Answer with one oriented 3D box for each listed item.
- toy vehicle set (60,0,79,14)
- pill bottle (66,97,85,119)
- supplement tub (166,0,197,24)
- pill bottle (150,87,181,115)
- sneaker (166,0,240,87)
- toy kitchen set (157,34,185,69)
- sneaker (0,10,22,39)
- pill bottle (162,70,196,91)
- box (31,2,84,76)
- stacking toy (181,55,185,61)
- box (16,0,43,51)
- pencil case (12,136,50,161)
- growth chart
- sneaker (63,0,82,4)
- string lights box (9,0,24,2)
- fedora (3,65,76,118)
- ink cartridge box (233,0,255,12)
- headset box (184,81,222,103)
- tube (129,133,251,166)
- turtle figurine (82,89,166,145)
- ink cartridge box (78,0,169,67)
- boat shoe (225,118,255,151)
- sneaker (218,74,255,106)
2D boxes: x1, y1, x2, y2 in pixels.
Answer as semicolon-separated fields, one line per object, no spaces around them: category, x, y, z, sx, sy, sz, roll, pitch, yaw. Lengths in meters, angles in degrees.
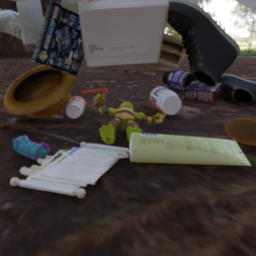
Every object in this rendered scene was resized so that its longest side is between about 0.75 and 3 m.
toy vehicle set;-1.238;-3.549;8.827;1.904;1.183;0.252;37;17;2
pill bottle;-1.868;-0.718;9.945;0.606;0.606;1.107;-1;18;-3
supplement tub;1.355;-3.886;8.395;1.402;1.402;1.928;3;25;10
pill bottle;1.383;-1.005;10.415;0.860;0.860;1.485;-3;19;-10
sneaker;1.607;-2.081;6.861;2.265;1.203;0.847;35;-12;-5
toy kitchen set;0.928;-3.118;8.635;2.161;1.954;2.395;19;13;2
sneaker;-3.551;-3.287;9.247;1.886;0.722;0.762;-6;49;-52
pill bottle;2.698;-2.570;15.062;0.976;0.976;1.746;-13;22;-35
box;-1.905;-2.578;8.317;1.397;1.758;0.404;13;12;-38
stacking toy;1.931;-2.774;10.859;0.602;0.637;1.097;-11;11;-13
box;-3.011;-3.371;8.731;0.739;1.798;0.615;-8;-4;-12
pencil case;-2.254;0.470;6.506;0.977;0.452;0.416;15;-3;35
growth chart;-1.065;0.768;5.973;1.761;0.216;2.433;8;20;25
sneaker;-0.774;-2.076;3.801;0.543;0.515;1.348;-18;9;27
string lights box;-2.373;-3.761;6.838;2.978;0.878;1.530;7;17;28
fedora;-2.909;-1.125;9.684;2.628;1.072;2.628;-10;50;11
ink cartridge box;2.404;-2.520;4.657;0.997;0.980;1.354;37;41;18
headset box;3.395;-1.604;12.447;1.475;0.570;1.098;11;34;34
tube;1.321;0.511;6.262;2.562;0.743;0.665;2;-19;-3
turtle figurine;-0.232;-0.272;8.048;2.655;0.855;2.141;17;28;-3
ink cartridge box;-0.192;-2.481;5.488;1.514;2.057;1.488;-6;-25;-4
boat shoe;3.353;0.298;6.874;1.965;0.692;0.691;25;-8;47
sneaker;4.471;-1.723;12.358;2.756;1.031;1.464;17;25;40
